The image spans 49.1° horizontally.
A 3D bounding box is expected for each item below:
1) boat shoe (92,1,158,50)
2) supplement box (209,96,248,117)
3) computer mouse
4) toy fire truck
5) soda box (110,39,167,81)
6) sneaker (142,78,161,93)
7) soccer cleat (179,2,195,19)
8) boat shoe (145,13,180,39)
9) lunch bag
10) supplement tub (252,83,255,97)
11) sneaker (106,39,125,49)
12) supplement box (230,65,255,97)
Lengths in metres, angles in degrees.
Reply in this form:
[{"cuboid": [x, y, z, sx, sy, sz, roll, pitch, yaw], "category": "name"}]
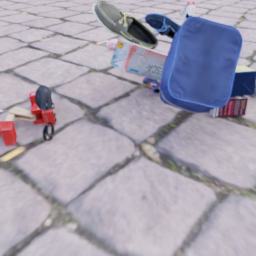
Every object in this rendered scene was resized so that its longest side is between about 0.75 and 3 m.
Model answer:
[{"cuboid": [-0.043, -3.679, 10.117, 0.798, 2.670, 0.954, -14, 49, 57], "category": "boat shoe"}, {"cuboid": [3.068, -0.656, 8.562, 1.041, 0.566, 0.317, -3, 25, -5], "category": "supplement box"}, {"cuboid": [-2.184, -0.397, 7.491, 0.445, 1.518, 0.258, -9, 1, -45], "category": "computer mouse"}, {"cuboid": [-2.936, -0.408, 8.269, 1.525, 0.527, 2.163, -10, 36, -15], "category": "toy fire truck"}, {"cuboid": [0.808, -2.145, 9.417, 2.777, 0.883, 0.950, 5, 22, -41], "category": "soda box"}, {"cuboid": [0.921, -1.469, 9.874, 1.114, 0.437, 0.420, 27, -2, 35], "category": "sneaker"}, {"cuboid": [2.108, -4.086, 10.044, 0.421, 0.522, 1.226, 0, 5, -5], "category": "soccer cleat"}, {"cuboid": [1.354, -3.616, 10.126, 1.706, 0.586, 0.718, 10, -9, -27], "category": "boat shoe"}, {"cuboid": [1.866, -1.698, 7.696, 1.693, 2.492, 1.649, 16, -3, -4], "category": "lunch bag"}, {"cuboid": [4.415, -1.442, 9.809, 0.489, 0.489, 0.914, 7, 35, 10], "category": "supplement tub"}, {"cuboid": [-0.418, -4.035, 13.594, 1.192, 0.449, 0.623, -12, 31, -24], "category": "sneaker"}, {"cuboid": [3.236, -1.490, 8.807, 1.095, 0.735, 1.094, -4, 23, -2], "category": "supplement box"}]
